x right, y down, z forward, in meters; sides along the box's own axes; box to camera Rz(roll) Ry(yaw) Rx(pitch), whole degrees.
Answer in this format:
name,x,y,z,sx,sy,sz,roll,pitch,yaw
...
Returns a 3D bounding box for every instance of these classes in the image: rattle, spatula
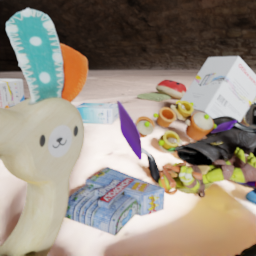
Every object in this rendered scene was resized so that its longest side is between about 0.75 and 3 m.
name,x,y,z,sx,sy,sz,roll,pitch,yaw
rattle,-0.503,0.372,2.057,2.024,1.845,2.833,4,53,45
spatula,0.285,0.482,4.865,0.262,2.553,0.722,-33,55,-1
spatula,3.005,0.004,6.983,1.927,0.198,0.544,5,33,47

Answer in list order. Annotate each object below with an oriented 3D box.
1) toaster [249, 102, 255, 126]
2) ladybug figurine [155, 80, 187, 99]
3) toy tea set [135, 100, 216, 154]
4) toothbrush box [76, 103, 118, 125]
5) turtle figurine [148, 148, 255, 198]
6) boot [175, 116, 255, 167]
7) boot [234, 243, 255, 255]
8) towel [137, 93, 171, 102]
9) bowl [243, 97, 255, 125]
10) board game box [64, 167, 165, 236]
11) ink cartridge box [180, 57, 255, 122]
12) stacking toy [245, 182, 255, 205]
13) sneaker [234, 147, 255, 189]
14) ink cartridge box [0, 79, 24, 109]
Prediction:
name,x,y,z,sx,sy,sz,roll,pitch,yaw
toaster,5.053,-0.230,9.030,1.799,1.068,1.627,-2,15,-7
ladybug figurine,2.631,-2.316,16.644,1.645,0.872,2.423,14,9,-34
toy tea set,1.264,-0.148,7.393,2.277,0.843,1.354,-22,65,-31
toothbrush box,-1.244,-0.590,11.209,1.531,0.653,1.121,4,16,10
turtle figurine,1.343,0.896,5.126,1.854,0.740,2.299,-12,-7,2
boot,2.166,0.365,7.360,2.148,0.854,2.468,-14,13,-22
boot,0.978,1.454,2.781,2.054,1.150,2.970,1,13,22
towel,1.528,-1.828,16.555,1.769,0.323,1.312,11,18,40
bowl,4.827,-1.014,10.021,1.911,1.911,0.897,-5,48,-17
board game box,-0.158,1.212,4.815,1.396,0.431,1.396,7,16,27
ink cartridge box,3.092,-1.125,9.476,1.532,2.081,1.505,35,-4,-28
stacking toy,2.767,0.464,4.711,1.116,1.923,1.055,-12,19,-39
sneaker,2.752,0.733,5.928,1.564,0.778,0.544,-14,20,-40
ink cartridge box,-5.834,-1.367,12.509,1.451,1.477,2.006,3,16,12
